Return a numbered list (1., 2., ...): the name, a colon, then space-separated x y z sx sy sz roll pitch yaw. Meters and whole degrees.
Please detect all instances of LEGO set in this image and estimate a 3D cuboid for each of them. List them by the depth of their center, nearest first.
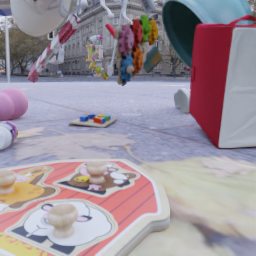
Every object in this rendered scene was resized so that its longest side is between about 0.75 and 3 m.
1. LEGO set: -0.865 -2.131 8.873 0.564 1.516 0.697 9 38 32

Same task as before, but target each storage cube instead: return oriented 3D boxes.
1. storage cube: 2.876 -1.116 6.377 2.359 2.759 2.480 0 20 -2

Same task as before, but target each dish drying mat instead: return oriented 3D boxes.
1. dish drying mat: -0.139 -2.910 10.088 0.175 1.923 0.739 -36 15 11

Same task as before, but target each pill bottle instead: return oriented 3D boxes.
1. pill bottle: -2.586 0.165 5.703 0.485 0.485 0.870 -2 12 -8

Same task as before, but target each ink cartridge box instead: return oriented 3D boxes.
1. ink cartridge box: 0.294 -3.584 7.184 0.325 1.052 1.298 -26 29 11

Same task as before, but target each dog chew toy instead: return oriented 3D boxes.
1. dog chew toy: -4.014 -0.698 8.958 1.028 1.028 1.650 5 19 23

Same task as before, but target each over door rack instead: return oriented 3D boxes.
1. over door rack: -0.905 -3.122 8.764 2.207 2.988 0.995 7 19 -45

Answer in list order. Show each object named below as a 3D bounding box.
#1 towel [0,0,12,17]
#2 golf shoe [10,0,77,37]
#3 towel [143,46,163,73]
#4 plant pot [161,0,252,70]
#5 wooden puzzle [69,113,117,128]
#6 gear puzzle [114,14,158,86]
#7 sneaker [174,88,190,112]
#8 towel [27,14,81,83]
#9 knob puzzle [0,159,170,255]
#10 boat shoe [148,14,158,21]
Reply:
1. towel: -2.852 -2.853 6.065 1.805 0.293 2.457 -7 7 -4
2. golf shoe: -1.315 -2.196 3.966 2.988 1.170 1.453 -33 19 51
3. towel: 0.853 -2.499 10.337 0.120 0.813 1.109 50 8 20
4. plant pot: 2.566 -3.166 8.670 1.818 2.714 2.714 -36 17 -5
5. wooden puzzle: -1.029 -0.257 8.393 1.186 0.275 1.099 3 12 14
6. gear puzzle: 0.313 -1.801 6.101 0.305 1.207 2.330 9 33 19
7. sneaker: 2.658 -1.177 11.312 1.285 0.925 2.459 -5 7 1
8. towel: -1.065 -1.172 4.050 0.124 1.089 0.784 37 11 -26
9. knob puzzle: -0.728 0.668 3.390 2.901 0.402 2.901 0 11 0
10. boat shoe: 0.971 -4.527 11.838 0.822 0.293 0.248 -40 26 0
